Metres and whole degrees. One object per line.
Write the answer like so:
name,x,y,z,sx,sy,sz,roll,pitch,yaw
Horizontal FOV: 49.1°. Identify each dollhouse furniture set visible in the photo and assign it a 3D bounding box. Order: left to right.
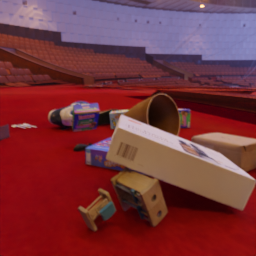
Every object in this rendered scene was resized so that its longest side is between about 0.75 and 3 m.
dollhouse furniture set,-0.060,1.511,5.111,0.866,0.861,1.228,14,42,46

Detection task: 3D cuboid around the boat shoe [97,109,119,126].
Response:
boat shoe,-1.271,-0.558,14.545,2.104,0.796,0.777,-7,10,-33

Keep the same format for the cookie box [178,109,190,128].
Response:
cookie box,2.492,-0.455,13.742,1.052,0.900,0.395,0,8,4

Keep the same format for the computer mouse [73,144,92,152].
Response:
computer mouse,-1.585,0.670,10.054,0.812,0.214,0.563,-8,15,-33

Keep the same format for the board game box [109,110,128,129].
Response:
board game box,-0.085,-0.449,13.603,1.520,0.797,0.783,-5,11,4

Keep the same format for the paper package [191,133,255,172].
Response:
paper package,2.948,0.682,8.353,1.509,0.819,1.583,-6,12,-44

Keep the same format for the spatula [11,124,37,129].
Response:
spatula,-5.165,-0.064,13.904,1.183,0.095,0.822,11,11,40

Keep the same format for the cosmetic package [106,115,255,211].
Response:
cosmetic package,1.026,0.640,6.414,2.912,0.752,2.196,21,6,-4

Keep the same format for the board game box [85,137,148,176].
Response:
board game box,0.086,0.818,8.580,2.334,0.523,1.569,6,13,27

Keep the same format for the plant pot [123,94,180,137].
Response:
plant pot,0.660,-0.240,11.054,1.908,1.908,2.048,-12,3,-44

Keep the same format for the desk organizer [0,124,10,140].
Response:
desk organizer,-5.400,0.243,11.258,0.511,0.549,1.425,2,12,10

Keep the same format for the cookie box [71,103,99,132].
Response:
cookie box,-1.641,-0.391,10.677,0.958,1.120,0.421,-6,53,-19

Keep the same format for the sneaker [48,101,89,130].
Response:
sneaker,-2.353,-0.703,13.908,2.024,1.114,2.764,1,14,41
